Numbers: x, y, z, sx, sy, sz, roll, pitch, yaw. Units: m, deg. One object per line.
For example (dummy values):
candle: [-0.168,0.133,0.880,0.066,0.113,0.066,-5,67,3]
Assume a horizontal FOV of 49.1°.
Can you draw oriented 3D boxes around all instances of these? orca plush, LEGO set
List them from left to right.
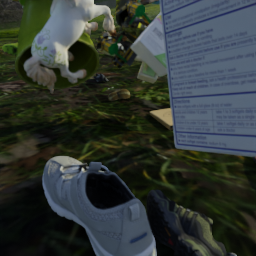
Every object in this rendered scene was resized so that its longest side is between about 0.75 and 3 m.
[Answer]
LEGO set: [-0.126,-2.518,7.376,1.294,1.683,0.975,15,22,-50]
orca plush: [0.016,-2.795,9.365,2.342,0.832,1.232,3,5,-28]

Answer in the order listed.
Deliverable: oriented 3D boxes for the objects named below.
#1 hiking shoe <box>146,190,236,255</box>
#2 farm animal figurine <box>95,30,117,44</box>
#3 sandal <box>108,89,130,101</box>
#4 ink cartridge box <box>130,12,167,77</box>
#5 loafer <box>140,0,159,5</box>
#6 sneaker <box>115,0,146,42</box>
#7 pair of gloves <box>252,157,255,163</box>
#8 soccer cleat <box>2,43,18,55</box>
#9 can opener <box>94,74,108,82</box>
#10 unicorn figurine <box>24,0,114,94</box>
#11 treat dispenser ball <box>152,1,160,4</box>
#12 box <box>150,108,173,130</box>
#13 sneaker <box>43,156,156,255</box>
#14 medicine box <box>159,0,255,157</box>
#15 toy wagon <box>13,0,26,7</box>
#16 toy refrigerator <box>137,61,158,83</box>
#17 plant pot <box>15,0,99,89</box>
hiking shoe: [0.829,1.463,4.144,0.760,0.572,1.511,-1,29,-28]
farm animal figurine: [-0.792,-3.644,11.516,0.913,0.569,1.131,-38,3,14]
sandal: [-0.382,-1.305,11.219,1.012,0.406,0.273,-18,6,-28]
ink cartridge box: [0.983,-2.108,6.250,1.702,0.997,0.573,-51,14,-13]
loafer: [0.663,-4.044,8.564,0.440,0.428,1.205,-6,25,20]
sneaker: [-0.018,-3.893,10.110,1.064,1.209,2.857,7,-18,12]
pair of gloves: [4.011,0.774,6.065,2.386,0.295,2.126,1,22,0]
soccer cleat: [-3.086,-2.317,8.045,0.958,0.310,0.401,-8,39,-9]
can opener: [-1.497,-2.556,14.357,0.413,0.512,1.302,-47,32,-7]
unicorn figurine: [-1.191,-2.169,5.602,1.094,2.962,2.035,18,0,23]
treat dispenser ball: [1.023,-4.893,9.613,1.189,1.189,1.189,0,22,0]
box: [1.526,-0.326,8.978,1.195,0.156,1.462,-8,24,-18]
sneaker: [-0.534,0.944,4.460,1.048,1.149,2.804,-17,27,-36]
medicine box: [1.793,-0.975,3.816,1.329,2.581,2.351,-13,10,-37]
toy wagon: [-2.451,-3.775,8.591,2.361,1.832,0.467,4,43,-53]
toy refrigerator: [0.614,-1.706,6.721,0.435,1.147,0.401,19,-5,-5]
plant pot: [-1.872,-2.300,7.061,1.962,1.962,1.889,-7,66,-18]
